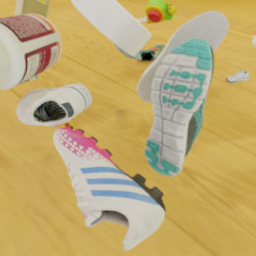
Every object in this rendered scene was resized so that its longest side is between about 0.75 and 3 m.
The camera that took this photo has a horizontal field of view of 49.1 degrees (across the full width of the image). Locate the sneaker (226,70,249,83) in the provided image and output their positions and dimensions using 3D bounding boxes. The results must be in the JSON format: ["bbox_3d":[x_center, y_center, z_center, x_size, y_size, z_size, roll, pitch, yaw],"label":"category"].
[{"bbox_3d":[4.718,-2.267,12.069,1.084,0.470,0.406,-13,40,-16],"label":"sneaker"}]

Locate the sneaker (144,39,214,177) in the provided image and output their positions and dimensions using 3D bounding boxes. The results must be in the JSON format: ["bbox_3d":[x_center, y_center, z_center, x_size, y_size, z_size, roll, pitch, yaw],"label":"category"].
[{"bbox_3d":[1.061,-0.408,5.510,1.038,2.675,1.220,26,30,24],"label":"sneaker"}]

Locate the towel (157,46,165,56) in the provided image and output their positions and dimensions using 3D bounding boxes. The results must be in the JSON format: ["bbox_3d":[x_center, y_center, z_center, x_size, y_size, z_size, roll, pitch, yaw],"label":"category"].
[{"bbox_3d":[1.739,-2.480,10.061,1.355,0.247,1.005,3,63,-4],"label":"towel"}]

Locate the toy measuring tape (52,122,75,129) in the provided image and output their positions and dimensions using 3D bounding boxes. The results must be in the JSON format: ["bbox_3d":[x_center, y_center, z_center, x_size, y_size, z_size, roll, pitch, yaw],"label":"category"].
[{"bbox_3d":[-2.126,-0.095,9.275,0.798,0.294,0.294,8,37,11],"label":"toy measuring tape"}]

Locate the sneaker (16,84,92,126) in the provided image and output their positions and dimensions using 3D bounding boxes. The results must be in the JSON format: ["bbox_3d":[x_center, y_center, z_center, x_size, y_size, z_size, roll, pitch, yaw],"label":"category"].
[{"bbox_3d":[-1.722,-0.393,5.640,2.136,0.780,0.756,-13,21,38],"label":"sneaker"}]

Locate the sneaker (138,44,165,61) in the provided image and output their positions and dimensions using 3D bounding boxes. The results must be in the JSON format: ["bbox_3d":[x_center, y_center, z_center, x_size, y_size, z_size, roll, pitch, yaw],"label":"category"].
[{"bbox_3d":[1.256,-3.631,13.843,1.715,0.612,0.685,-20,43,-14],"label":"sneaker"}]

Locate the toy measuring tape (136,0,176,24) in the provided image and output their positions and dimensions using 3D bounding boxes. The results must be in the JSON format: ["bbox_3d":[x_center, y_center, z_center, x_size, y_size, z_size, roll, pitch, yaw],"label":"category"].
[{"bbox_3d":[0.769,-4.666,11.234,2.555,0.940,0.940,11,35,40],"label":"toy measuring tape"}]

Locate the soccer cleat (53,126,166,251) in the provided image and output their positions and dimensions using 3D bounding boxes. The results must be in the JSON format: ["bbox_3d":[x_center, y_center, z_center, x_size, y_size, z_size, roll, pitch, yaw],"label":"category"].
[{"bbox_3d":[-0.606,0.920,4.730,2.596,0.907,1.121,33,66,26],"label":"soccer cleat"}]

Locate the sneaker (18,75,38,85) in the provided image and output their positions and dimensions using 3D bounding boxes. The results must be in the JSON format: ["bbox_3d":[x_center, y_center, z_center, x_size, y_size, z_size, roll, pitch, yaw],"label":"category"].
[{"bbox_3d":[-3.652,-1.970,8.506,0.955,0.812,2.093,-35,55,-23],"label":"sneaker"}]

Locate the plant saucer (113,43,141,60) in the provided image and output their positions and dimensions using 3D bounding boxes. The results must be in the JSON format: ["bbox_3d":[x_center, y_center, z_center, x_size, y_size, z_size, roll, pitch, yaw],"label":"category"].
[{"bbox_3d":[-0.129,-2.963,10.403,1.420,0.273,1.420,35,27,-21],"label":"plant saucer"}]

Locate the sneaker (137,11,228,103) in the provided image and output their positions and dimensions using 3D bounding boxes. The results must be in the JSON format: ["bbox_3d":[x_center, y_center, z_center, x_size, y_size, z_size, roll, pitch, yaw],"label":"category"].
[{"bbox_3d":[1.291,-1.916,7.536,2.781,1.025,1.607,-42,9,11],"label":"sneaker"}]

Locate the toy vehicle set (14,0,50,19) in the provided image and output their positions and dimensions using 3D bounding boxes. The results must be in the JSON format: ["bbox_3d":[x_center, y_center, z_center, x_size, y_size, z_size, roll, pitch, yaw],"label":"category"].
[{"bbox_3d":[-3.208,-4.740,9.745,0.268,2.024,1.257,17,9,23],"label":"toy vehicle set"}]

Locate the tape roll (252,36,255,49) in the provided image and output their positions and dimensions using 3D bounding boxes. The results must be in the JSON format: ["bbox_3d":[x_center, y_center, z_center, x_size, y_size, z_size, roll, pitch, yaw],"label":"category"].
[{"bbox_3d":[3.404,-2.091,6.132,1.258,0.440,1.258,-40,13,11],"label":"tape roll"}]

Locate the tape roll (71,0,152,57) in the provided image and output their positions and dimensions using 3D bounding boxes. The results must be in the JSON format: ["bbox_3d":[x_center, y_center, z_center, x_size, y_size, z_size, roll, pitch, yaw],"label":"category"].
[{"bbox_3d":[-0.394,-2.825,7.207,2.134,0.746,2.134,38,18,-14],"label":"tape roll"}]

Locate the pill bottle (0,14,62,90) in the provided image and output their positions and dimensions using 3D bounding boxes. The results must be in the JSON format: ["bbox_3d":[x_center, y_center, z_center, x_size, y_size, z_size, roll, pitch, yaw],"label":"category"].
[{"bbox_3d":[-2.542,-1.617,5.963,1.376,1.376,2.409,8,27,11],"label":"pill bottle"}]
